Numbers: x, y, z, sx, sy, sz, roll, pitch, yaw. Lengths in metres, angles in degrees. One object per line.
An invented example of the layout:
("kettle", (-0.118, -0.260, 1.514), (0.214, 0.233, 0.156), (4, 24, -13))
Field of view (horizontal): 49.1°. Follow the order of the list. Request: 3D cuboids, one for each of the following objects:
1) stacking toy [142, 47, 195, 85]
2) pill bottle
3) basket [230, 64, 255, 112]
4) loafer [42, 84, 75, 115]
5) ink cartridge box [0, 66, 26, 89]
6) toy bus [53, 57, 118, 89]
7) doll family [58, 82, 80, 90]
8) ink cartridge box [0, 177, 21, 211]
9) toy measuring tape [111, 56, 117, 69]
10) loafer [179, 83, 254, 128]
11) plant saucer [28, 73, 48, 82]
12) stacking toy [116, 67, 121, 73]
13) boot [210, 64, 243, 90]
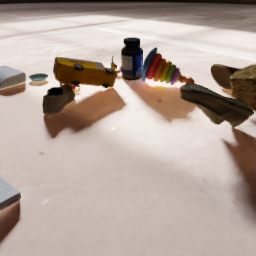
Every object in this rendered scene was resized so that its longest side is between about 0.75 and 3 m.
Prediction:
("stacking toy", (1.640, -2.136, 10.997), (2.093, 1.148, 1.214), (25, 74, 9))
("pill bottle", (0.158, -2.869, 11.637), (0.906, 1.620, 0.906), (0, 30, 0))
("basket", (4.223, -1.372, 9.356), (1.633, 1.216, 1.165), (-31, 24, -28))
("loafer", (-2.332, -1.115, 9.516), (0.746, 0.673, 1.973), (3, 30, 5))
("ink cartridge box", (-5.380, -1.974, 11.272), (1.570, 0.551, 1.932), (23, 33, 34))
("toy bus", (-1.590, -2.084, 10.581), (2.268, 0.738, 0.888), (1, 37, -28))
("doll family", (-2.370, -1.811, 10.968), (0.620, 0.450, 0.999), (-24, 37, -35))
("ink cartridge box", (-2.759, 1.246, 5.471), (1.011, 0.288, 0.821), (25, 26, 23))
("toy measuring tape", (-0.630, -2.878, 12.646), (0.299, 0.299, 0.813), (2, 63, 3))
("loafer", (2.397, -0.543, 7.738), (2.368, 0.799, 0.901), (17, 22, -18))
("plant saucer", (-3.767, -2.100, 11.780), (0.806, 0.155, 0.806), (-1, 30, 0))
("stacking toy", (-0.193, -2.616, 12.428), (0.967, 0.531, 0.561), (-33, 37, -19))
("boot", (4.553, -2.018, 10.888), (1.859, 0.809, 2.235), (-22, 47, -25))
